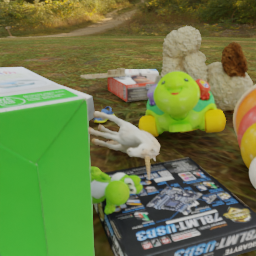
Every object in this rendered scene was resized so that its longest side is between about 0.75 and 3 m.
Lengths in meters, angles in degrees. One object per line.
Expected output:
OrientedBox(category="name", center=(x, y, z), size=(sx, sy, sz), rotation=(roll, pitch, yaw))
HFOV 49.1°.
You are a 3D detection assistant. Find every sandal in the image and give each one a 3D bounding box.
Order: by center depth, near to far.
OrientedBox(category="sandal", center=(-0.735, -0.394, 8.391), size=(0.345, 0.378, 0.868), rotation=(3, 21, 29))

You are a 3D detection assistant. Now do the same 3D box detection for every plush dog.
OrientedBox(category="plush dog", center=(2.310, -1.250, 8.227), size=(2.500, 2.911, 2.335), rotation=(7, 63, 25))

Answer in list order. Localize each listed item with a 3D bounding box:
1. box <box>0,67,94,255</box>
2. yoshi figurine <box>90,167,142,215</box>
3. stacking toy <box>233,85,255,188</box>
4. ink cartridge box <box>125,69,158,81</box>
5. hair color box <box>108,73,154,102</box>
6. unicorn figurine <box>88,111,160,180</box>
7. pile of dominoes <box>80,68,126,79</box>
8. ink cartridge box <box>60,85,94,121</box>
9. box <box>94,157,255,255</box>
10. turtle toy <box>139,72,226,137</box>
OrientedBox(category="box", center=(-1.387, 0.595, 3.334), size=(1.117, 2.310, 2.038), rotation=(-13, 24, -32))
OrientedBox(category="yoshi figurine", center=(-0.329, 0.845, 3.788), size=(1.041, 0.585, 0.583), rotation=(-15, 44, 33))
OrientedBox(category="stacking toy", center=(2.554, 0.339, 4.857), size=(1.876, 1.876, 2.567), rotation=(13, 32, 29))
OrientedBox(category="ink cartridge box", center=(0.451, -2.331, 12.941), size=(1.790, 0.607, 1.038), rotation=(-1, 22, -2))
OrientedBox(category="hair color box", center=(0.081, -1.658, 11.135), size=(1.203, 0.694, 2.170), rotation=(-9, 23, -21))
OrientedBox(category="unicorn figurine", center=(-0.066, 0.235, 5.649), size=(1.464, 0.787, 2.131), rotation=(19, 3, 7))
OrientedBox(category="pile of dominoes", center=(-1.018, -2.187, 11.123), size=(1.756, 0.280, 1.368), rotation=(-8, 17, -24))
OrientedBox(category="ink cartridge box", center=(-2.547, -0.691, 8.083), size=(2.910, 0.733, 1.585), rotation=(23, 40, 34))
OrientedBox(category="box", center=(0.591, 1.204, 4.265), size=(1.997, 0.496, 1.982), rotation=(-8, 23, -19))
OrientedBox(category="turtle toy", center=(1.196, -0.540, 6.517), size=(1.957, 1.357, 2.685), rotation=(-5, 3, 13))
